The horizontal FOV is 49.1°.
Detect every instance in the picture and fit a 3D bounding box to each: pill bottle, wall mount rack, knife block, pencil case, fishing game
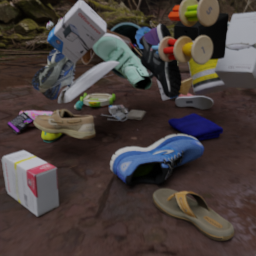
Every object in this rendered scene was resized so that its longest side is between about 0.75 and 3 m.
[{"bbox_3d":[3.483,-3.043,12.429,1.654,2.894,1.654,-10,-5,-1],"label":"pill bottle"},{"bbox_3d":[-0.609,-0.613,13.243,1.083,0.465,1.247,-34,30,-16],"label":"wall mount rack"},{"bbox_3d":[1.902,-1.563,10.545,0.806,0.918,0.294,22,5,-10],"label":"knife block"},{"bbox_3d":[-3.890,-0.371,12.195,1.644,0.719,0.719,4,21,4],"label":"pencil case"},{"bbox_3d":[0.846,-3.542,11.314,1.668,1.195,0.259,-48,10,-27],"label":"fishing game"}]

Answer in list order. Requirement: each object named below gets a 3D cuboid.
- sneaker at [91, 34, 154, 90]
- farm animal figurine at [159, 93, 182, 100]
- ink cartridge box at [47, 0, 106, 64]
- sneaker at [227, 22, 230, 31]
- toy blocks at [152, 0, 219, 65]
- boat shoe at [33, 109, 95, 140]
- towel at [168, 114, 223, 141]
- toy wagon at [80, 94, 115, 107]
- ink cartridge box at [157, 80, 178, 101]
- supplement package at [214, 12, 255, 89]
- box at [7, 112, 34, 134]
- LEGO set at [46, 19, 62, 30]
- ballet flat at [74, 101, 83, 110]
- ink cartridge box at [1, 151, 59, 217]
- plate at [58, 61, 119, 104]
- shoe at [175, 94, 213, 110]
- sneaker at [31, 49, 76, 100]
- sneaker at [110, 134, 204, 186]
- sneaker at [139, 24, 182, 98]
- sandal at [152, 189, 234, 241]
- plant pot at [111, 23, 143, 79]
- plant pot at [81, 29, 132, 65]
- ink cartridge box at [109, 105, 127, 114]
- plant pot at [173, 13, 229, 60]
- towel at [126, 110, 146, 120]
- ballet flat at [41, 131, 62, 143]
[{"bbox_3d":[-0.111,-2.464,10.660,2.780,1.023,1.640,25,28,-38],"label":"sneaker"},{"bbox_3d":[2.661,-2.006,16.766,1.338,0.705,1.353,-1,9,-40],"label":"farm animal figurine"},{"bbox_3d":[-1.470,-2.753,8.111,1.419,1.039,0.609,-35,36,28],"label":"ink cartridge box"},{"bbox_3d":[4.448,-4.618,12.702,0.757,0.354,0.266,-15,-8,-15],"label":"sneaker"},{"bbox_3d":[1.254,-2.344,6.829,0.644,1.479,1.774,-3,16,-32],"label":"toy blocks"},{"bbox_3d":[-2.008,-0.236,8.787,2.330,0.752,0.830,10,19,26],"label":"boat shoe"},{"bbox_3d":[2.748,0.008,11.597,1.469,0.493,1.989,-14,24,-16],"label":"towel"},{"bbox_3d":[-1.746,-1.522,15.665,1.813,0.462,2.336,2,21,7],"label":"toy wagon"},{"bbox_3d":[1.506,-1.682,10.955,0.627,1.080,0.367,-14,18,12],"label":"ink cartridge box"},{"bbox_3d":[4.076,-2.603,9.548,1.311,2.243,1.315,12,-11,41],"label":"supplement package"},{"bbox_3d":[-4.473,-0.212,11.658,0.627,0.158,0.877,38,65,16],"label":"box"},{"bbox_3d":[-2.709,-4.247,12.425,0.790,0.639,1.718,12,-10,46],"label":"LEGO set"},{"bbox_3d":[-2.666,-1.147,14.911,0.386,0.369,1.096,-23,18,9],"label":"ballet flat"},{"bbox_3d":[-2.448,1.324,6.999,1.522,1.105,0.635,17,24,38],"label":"ink cartridge box"},{"bbox_3d":[-1.587,-1.698,10.187,2.225,0.360,2.230,-42,18,-16],"label":"plate"},{"bbox_3d":[3.622,-1.504,15.224,1.999,0.714,0.909,4,25,22],"label":"shoe"},{"bbox_3d":[-2.334,-2.030,9.839,0.965,1.067,2.505,14,60,32],"label":"sneaker"},{"bbox_3d":[1.007,1.061,8.084,2.872,1.128,1.280,-15,33,-18],"label":"sneaker"},{"bbox_3d":[0.883,-1.822,8.166,0.966,2.205,0.835,-18,-19,32],"label":"sneaker"},{"bbox_3d":[1.474,1.823,6.457,0.826,0.555,2.057,-17,26,-38],"label":"sandal"},{"bbox_3d":[0.478,-3.689,13.303,2.407,2.407,2.357,11,22,27],"label":"plant pot"},{"bbox_3d":[-0.901,-3.428,12.034,1.734,1.751,1.751,6,15,-31],"label":"plant pot"},{"bbox_3d":[-0.498,-0.945,14.308,0.909,0.308,0.527,-5,21,-14],"label":"ink cartridge box"},{"bbox_3d":[2.052,-2.677,8.341,1.152,1.299,1.296,-26,36,-36],"label":"plant pot"},{"bbox_3d":[0.378,-0.626,13.627,0.767,0.200,1.158,8,21,15],"label":"towel"},{"bbox_3d":[-2.777,-0.192,11.542,0.812,0.814,2.430,5,21,14],"label":"ballet flat"}]
